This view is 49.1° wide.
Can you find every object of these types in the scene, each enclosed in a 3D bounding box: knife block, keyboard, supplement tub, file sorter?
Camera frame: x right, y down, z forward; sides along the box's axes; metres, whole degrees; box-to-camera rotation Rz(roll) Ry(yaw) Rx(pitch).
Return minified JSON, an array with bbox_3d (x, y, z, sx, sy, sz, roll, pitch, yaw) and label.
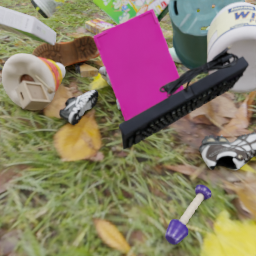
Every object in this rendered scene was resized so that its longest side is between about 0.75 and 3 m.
[{"bbox_3d":[-1.731,-2.440,11.583,0.930,0.297,0.816,-5,42,-5],"label":"knife block"},{"bbox_3d":[0.717,-0.362,3.414,1.842,1.171,0.190,-30,67,-11],"label":"keyboard"},{"bbox_3d":[2.445,-1.822,6.115,1.398,1.398,1.928,8,42,9],"label":"supplement tub"},{"bbox_3d":[0.297,-1.103,5.383,1.154,1.661,1.042,-21,0,13],"label":"file sorter"}]

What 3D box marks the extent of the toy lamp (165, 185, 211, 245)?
[{"bbox_3d":[1.380,1.950,6.381,0.467,0.467,1.605,26,48,27],"label":"toy lamp"}]

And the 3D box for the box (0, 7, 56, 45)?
[{"bbox_3d":[-3.158,-2.726,7.045,2.307,0.419,1.665,19,8,0],"label":"box"}]

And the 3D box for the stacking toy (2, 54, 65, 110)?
[{"bbox_3d":[-3.042,-1.928,10.207,1.909,1.909,2.612,10,27,11],"label":"stacking toy"}]

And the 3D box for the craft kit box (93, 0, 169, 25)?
[{"bbox_3d":[0.286,-4.076,8.728,2.039,2.065,0.501,45,13,13],"label":"craft kit box"}]

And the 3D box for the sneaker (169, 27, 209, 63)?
[{"bbox_3d":[2.939,-3.632,12.021,2.605,1.537,0.959,2,42,4],"label":"sneaker"}]

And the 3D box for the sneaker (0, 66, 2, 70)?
[{"bbox_3d":[-5.592,-2.520,11.740,0.801,0.308,0.355,21,56,31],"label":"sneaker"}]

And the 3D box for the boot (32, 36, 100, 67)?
[{"bbox_3d":[-2.508,-3.135,11.966,2.985,1.120,1.601,-7,12,10],"label":"boot"}]

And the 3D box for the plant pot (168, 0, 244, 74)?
[{"bbox_3d":[2.362,-3.185,8.347,2.560,2.560,2.508,19,3,20],"label":"plant pot"}]

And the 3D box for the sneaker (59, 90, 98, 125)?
[{"bbox_3d":[-1.689,-0.839,9.505,0.811,0.596,1.792,20,46,17],"label":"sneaker"}]

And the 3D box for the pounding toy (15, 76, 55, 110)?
[{"bbox_3d":[-2.413,-0.919,7.361,0.964,0.441,0.847,-2,61,-57],"label":"pounding toy"}]

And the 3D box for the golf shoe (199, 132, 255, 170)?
[{"bbox_3d":[3.085,0.728,7.628,2.162,0.841,1.022,-6,48,5],"label":"golf shoe"}]

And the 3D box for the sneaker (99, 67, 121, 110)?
[{"bbox_3d":[-0.266,-1.505,10.005,1.041,1.592,2.770,-15,8,-17],"label":"sneaker"}]

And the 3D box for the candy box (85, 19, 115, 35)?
[{"bbox_3d":[-1.478,-5.295,14.800,0.881,0.426,1.511,-28,47,-28],"label":"candy box"}]

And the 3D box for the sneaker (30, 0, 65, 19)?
[{"bbox_3d":[-2.303,-4.552,8.966,1.068,1.054,2.796,-24,50,19],"label":"sneaker"}]
